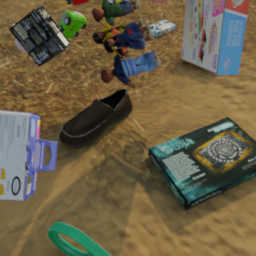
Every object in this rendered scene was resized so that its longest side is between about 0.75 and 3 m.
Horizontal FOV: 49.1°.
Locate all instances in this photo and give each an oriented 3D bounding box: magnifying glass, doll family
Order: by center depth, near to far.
[{"bbox_3d":[-0.074,-0.827,2.697,0.565,0.384,0.977,-17,58,-4],"label":"doll family"},{"bbox_3d":[-0.474,2.532,5.362,2.424,0.965,0.271,27,46,11],"label":"magnifying glass"}]

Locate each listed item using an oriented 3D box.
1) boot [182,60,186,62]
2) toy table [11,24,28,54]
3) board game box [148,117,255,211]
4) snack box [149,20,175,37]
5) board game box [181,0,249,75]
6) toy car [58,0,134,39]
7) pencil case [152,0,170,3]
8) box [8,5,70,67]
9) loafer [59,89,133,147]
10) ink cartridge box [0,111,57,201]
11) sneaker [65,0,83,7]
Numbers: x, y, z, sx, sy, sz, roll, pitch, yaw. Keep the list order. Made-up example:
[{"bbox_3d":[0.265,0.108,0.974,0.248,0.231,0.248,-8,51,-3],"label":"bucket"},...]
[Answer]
[{"bbox_3d":[3.203,-3.131,10.963,1.582,0.769,2.100,22,53,22],"label":"boot"},{"bbox_3d":[-2.795,-2.655,8.246,1.159,1.066,0.679,7,56,-55],"label":"toy table"},{"bbox_3d":[2.149,0.786,7.345,2.738,0.386,1.852,-19,48,-18],"label":"board game box"},{"bbox_3d":[1.496,-4.550,12.768,1.189,0.220,0.690,-30,53,-27],"label":"snack box"},{"bbox_3d":[2.039,-2.531,7.027,0.523,1.986,2.595,-2,22,-7],"label":"board game box"},{"bbox_3d":[-1.151,-2.936,6.946,2.233,2.102,0.498,-4,76,-45],"label":"toy car"},{"bbox_3d":[1.129,-4.393,8.158,1.237,1.237,2.830,-1,18,-1],"label":"pencil case"},{"bbox_3d":[-1.706,-1.773,5.470,0.726,0.887,0.382,-27,26,21],"label":"box"},{"bbox_3d":[-0.940,-0.428,8.162,0.951,0.930,2.606,33,54,28],"label":"loafer"},{"bbox_3d":[-2.292,0.422,4.659,2.088,0.797,1.424,4,89,-4],"label":"ink cartridge box"},{"bbox_3d":[-1.725,-4.014,7.396,1.976,0.819,0.700,45,22,18],"label":"sneaker"}]
